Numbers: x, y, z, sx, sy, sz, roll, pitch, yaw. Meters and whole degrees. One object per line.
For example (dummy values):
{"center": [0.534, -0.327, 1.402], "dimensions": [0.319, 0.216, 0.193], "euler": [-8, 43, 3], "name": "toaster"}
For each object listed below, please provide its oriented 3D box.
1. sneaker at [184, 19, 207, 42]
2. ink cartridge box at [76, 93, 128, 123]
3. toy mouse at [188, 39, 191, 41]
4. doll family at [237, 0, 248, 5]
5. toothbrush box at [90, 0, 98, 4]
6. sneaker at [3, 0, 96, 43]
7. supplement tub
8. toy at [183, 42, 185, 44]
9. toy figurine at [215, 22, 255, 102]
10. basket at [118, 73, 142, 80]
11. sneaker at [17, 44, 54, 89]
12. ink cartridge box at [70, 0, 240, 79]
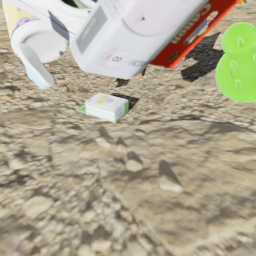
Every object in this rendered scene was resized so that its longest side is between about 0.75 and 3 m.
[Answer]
{"center": [1.447, -2.841, 7.797], "dimensions": [0.764, 0.788, 2.158], "euler": [39, -4, -10], "name": "sneaker"}
{"center": [-0.822, -0.691, 8.689], "dimensions": [1.490, 0.442, 0.774], "euler": [17, 36, 25], "name": "ink cartridge box"}
{"center": [1.120, -3.740, 9.464], "dimensions": [2.068, 1.837, 0.400], "euler": [1, -2, 36], "name": "toy mouse"}
{"center": [3.298, -3.921, 7.472], "dimensions": [1.122, 1.807, 0.814], "euler": [-16, 72, -51], "name": "doll family"}
{"center": [-1.036, -2.802, 6.880], "dimensions": [0.452, 1.059, 0.775], "euler": [22, 77, 18], "name": "toothbrush box"}
{"center": [-1.697, -2.800, 5.616], "dimensions": [2.738, 0.969, 1.000], "euler": [32, 46, -4], "name": "sneaker"}
{"center": [-2.487, -2.925, 7.478], "dimensions": [1.457, 1.457, 2.004], "euler": [-13, 69, -19], "name": "supplement tub"}
{"center": [2.066, -3.955, 10.299], "dimensions": [0.595, 1.450, 2.518], "euler": [34, 52, -16], "name": "toy"}
{"center": [2.679, -1.695, 6.505], "dimensions": [1.306, 1.739, 1.601], "euler": [-14, 23, 26], "name": "toy figurine"}
{"center": [-0.170, -2.421, 11.468], "dimensions": [0.982, 1.025, 1.375], "euler": [-34, 34, 8], "name": "basket"}
{"center": [-2.186, -1.336, 6.346], "dimensions": [0.459, 1.119, 0.414], "euler": [-24, 17, 32], "name": "sneaker"}
{"center": [0.765, -1.635, 4.405], "dimensions": [2.691, 2.188, 0.768], "euler": [3, 53, -45], "name": "ink cartridge box"}
